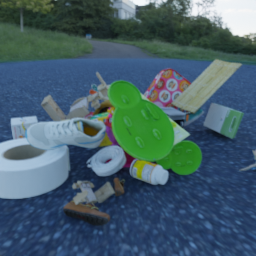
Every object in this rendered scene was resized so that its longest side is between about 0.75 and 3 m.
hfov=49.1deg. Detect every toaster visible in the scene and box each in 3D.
[{"bbox_3d":[1.433,0.009,10.700,0.934,1.423,1.573,-3,18,-22],"label":"toaster"}]

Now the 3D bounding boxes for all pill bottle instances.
[{"bbox_3d":[0.609,1.295,8.132,1.050,0.574,0.574,14,23,35],"label":"pill bottle"}]

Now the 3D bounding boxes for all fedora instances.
[{"bbox_3d":[-0.663,-0.165,10.987,1.835,1.835,0.748,17,4,40],"label":"fedora"}]

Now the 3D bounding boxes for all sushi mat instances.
[{"bbox_3d":[3.206,-1.762,11.621,2.957,0.179,1.415,-44,38,-9],"label":"sushi mat"}]

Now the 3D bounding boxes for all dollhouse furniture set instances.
[{"bbox_3d":[-2.111,-1.123,11.270,2.585,1.145,1.340,-28,26,10],"label":"dollhouse furniture set"},{"bbox_3d":[-0.873,1.471,6.711,0.559,0.478,1.079,57,16,23],"label":"dollhouse furniture set"}]

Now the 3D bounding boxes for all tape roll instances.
[{"bbox_3d":[-3.008,1.083,8.326,2.457,0.859,2.457,0,18,0],"label":"tape roll"}]

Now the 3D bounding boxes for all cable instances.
[{"bbox_3d":[-0.591,0.987,8.370,1.061,0.367,1.061,15,50,44],"label":"cable"}]

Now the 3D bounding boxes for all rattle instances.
[{"bbox_3d":[-1.265,-1.702,15.381,1.821,1.185,1.301,-3,-7,-13],"label":"rattle"}]

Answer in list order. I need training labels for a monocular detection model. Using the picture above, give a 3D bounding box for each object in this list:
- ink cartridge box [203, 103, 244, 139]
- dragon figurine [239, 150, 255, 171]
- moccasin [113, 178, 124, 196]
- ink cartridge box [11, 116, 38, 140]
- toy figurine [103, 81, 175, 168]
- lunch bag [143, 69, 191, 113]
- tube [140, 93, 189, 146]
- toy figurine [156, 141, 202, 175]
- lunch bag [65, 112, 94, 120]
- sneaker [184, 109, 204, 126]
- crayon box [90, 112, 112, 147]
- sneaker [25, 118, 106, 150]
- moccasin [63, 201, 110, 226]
[{"bbox_3d":[4.083,-0.278,11.639,0.625,1.094,2.107,15,10,-19],"label":"ink cartridge box"},{"bbox_3d":[4.219,1.091,8.713,1.981,0.985,0.583,-36,38,-30],"label":"dragon figurine"},{"bbox_3d":[-0.246,1.579,7.620,0.325,0.308,0.841,-5,7,-6],"label":"moccasin"},{"bbox_3d":[-4.267,0.026,11.586,1.011,0.744,0.731,-8,25,-21],"label":"ink cartridge box"},{"bbox_3d":[-0.174,0.226,8.491,1.888,2.514,2.314,-24,-13,-35],"label":"toy figurine"},{"bbox_3d":[1.823,-1.195,12.462,2.120,2.407,0.986,35,-1,-12],"label":"lunch bag"},{"bbox_3d":[0.852,-0.374,9.634,2.625,0.762,0.682,47,17,27],"label":"tube"},{"bbox_3d":[1.478,0.861,9.109,1.415,1.063,1.303,-7,8,-6],"label":"toy figurine"},{"bbox_3d":[-2.001,-0.100,11.869,1.525,0.625,1.343,6,42,21],"label":"lunch bag"},{"bbox_3d":[2.300,-0.419,11.728,1.704,0.681,0.608,-30,-5,14],"label":"sneaker"},{"bbox_3d":[-0.350,-0.032,9.455,1.749,1.039,0.509,-11,20,24],"label":"crayon box"},{"bbox_3d":[-1.796,0.096,8.246,2.314,0.935,0.885,-1,62,-26],"label":"sneaker"},{"bbox_3d":[-0.929,1.938,6.484,1.179,0.431,0.455,1,34,32],"label":"moccasin"}]
